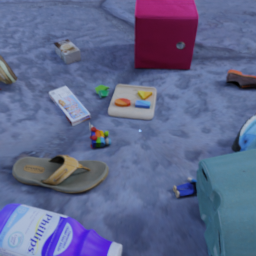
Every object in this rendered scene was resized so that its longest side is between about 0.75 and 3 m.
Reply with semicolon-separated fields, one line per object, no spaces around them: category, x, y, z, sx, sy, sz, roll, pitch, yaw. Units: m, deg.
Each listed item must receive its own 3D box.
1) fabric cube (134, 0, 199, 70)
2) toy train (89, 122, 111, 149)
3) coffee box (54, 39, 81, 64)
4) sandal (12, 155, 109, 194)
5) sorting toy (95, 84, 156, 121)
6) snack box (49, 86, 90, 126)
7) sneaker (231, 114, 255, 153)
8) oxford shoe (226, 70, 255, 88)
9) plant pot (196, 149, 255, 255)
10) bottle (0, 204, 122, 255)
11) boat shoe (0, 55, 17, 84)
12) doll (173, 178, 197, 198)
fabric cube;1.350;-3.712;10.778;2.177;2.142;2.184;2;45;2
toy train;-0.819;0.154;8.087;0.562;0.411;0.972;1;43;-14
coffee box;-2.470;-3.100;11.354;0.651;0.454;1.139;-26;50;-24
sandal;-1.734;1.024;6.962;2.463;0.665;0.989;6;44;6
sorting toy;-0.159;-0.963;9.259;2.113;0.311;1.562;6;45;6
snack box;-1.931;-0.755;9.113;0.641;0.217;1.782;-25;49;-23
sneaker;4.151;0.221;7.507;2.850;1.117;1.282;-15;49;-14
oxford shoe;4.151;-1.582;9.894;1.404;0.500;0.509;20;79;13
plant pot;2.862;1.482;5.184;2.800;2.859;2.859;-7;44;3
bottle;-1.422;2.285;5.531;2.565;0.837;1.071;11;50;12
boat shoe;-4.970;-2.124;10.123;1.062;0.999;2.789;-38;46;-19
doll;1.576;1.452;6.837;0.915;0.222;0.624;-7;32;-8
